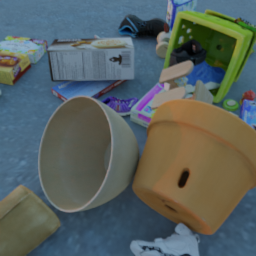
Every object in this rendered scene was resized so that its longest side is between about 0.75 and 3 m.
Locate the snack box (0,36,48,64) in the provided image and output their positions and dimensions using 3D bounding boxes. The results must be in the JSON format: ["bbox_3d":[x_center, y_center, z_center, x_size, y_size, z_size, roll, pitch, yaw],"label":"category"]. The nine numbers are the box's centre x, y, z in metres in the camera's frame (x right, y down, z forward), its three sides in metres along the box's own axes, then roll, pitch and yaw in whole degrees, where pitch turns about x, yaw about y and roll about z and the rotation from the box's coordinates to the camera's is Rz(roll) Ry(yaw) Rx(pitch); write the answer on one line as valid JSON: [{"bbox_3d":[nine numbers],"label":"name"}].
[{"bbox_3d":[-4.539,-3.339,11.899,1.829,0.485,1.301,8,45,8],"label":"snack box"}]

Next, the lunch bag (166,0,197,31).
[{"bbox_3d":[2.365,-5.238,13.019,1.213,1.619,1.904,18,47,17],"label":"lunch bag"}]

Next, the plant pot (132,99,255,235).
[{"bbox_3d":[1.366,0.996,6.203,2.763,2.763,1.934,24,67,23],"label":"plant pot"}]

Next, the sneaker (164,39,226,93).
[{"bbox_3d":[2.406,-2.120,9.296,2.779,1.546,1.067,-14,33,-30],"label":"sneaker"}]

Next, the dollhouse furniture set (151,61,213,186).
[{"bbox_3d":[1.909,-0.018,6.878,1.695,2.393,2.605,-12,48,43],"label":"dollhouse furniture set"}]

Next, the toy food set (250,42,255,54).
[{"bbox_3d":[4.818,-3.448,12.185,1.766,0.354,1.219,-16,39,-8],"label":"toy food set"}]

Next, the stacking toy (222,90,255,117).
[{"bbox_3d":[3.798,-0.750,9.261,1.103,0.515,1.219,0,44,-1],"label":"stacking toy"}]

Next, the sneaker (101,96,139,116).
[{"bbox_3d":[-0.363,-0.754,9.115,1.562,0.652,0.630,-14,36,-15],"label":"sneaker"}]

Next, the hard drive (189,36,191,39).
[{"bbox_3d":[2.871,-3.755,11.716,0.915,0.150,0.639,-5,50,-5],"label":"hard drive"}]

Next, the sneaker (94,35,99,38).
[{"bbox_3d":[-1.361,-3.631,12.098,0.341,0.363,0.885,16,47,-40],"label":"sneaker"}]

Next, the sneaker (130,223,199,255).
[{"bbox_3d":[0.827,2.480,5.984,1.485,0.558,0.854,14,46,7],"label":"sneaker"}]

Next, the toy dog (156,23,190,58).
[{"bbox_3d":[2.359,-3.804,11.817,2.614,1.259,1.724,-13,46,-13],"label":"toy dog"}]

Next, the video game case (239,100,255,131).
[{"bbox_3d":[4.146,0.174,8.101,1.773,0.444,1.956,13,58,11],"label":"video game case"}]

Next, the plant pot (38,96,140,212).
[{"bbox_3d":[-0.719,0.677,6.766,1.716,2.556,2.556,16,25,-48],"label":"plant pot"}]

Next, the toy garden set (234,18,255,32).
[{"bbox_3d":[3.958,-3.240,8.945,1.010,0.201,0.842,13,30,-22],"label":"toy garden set"}]

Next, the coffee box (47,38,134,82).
[{"bbox_3d":[-1.247,-2.462,9.942,2.831,1.129,1.619,-2,29,-2],"label":"coffee box"}]

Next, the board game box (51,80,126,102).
[{"bbox_3d":[-1.286,-1.690,10.386,1.427,0.270,2.771,34,54,28],"label":"board game box"}]

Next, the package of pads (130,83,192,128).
[{"bbox_3d":[1.151,-0.644,9.070,1.419,0.626,1.836,25,50,23],"label":"package of pads"}]

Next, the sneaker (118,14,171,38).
[{"bbox_3d":[0.734,-4.469,12.895,2.540,0.930,1.041,18,60,27],"label":"sneaker"}]

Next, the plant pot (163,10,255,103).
[{"bbox_3d":[2.986,-2.710,9.917,2.459,2.447,2.231,33,44,26],"label":"plant pot"}]

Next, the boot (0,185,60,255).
[{"bbox_3d":[-3.369,2.284,5.946,2.544,0.961,2.905,38,56,16],"label":"boot"}]

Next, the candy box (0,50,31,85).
[{"bbox_3d":[-5.171,-2.447,10.888,2.295,0.648,1.339,13,46,11],"label":"candy box"}]
